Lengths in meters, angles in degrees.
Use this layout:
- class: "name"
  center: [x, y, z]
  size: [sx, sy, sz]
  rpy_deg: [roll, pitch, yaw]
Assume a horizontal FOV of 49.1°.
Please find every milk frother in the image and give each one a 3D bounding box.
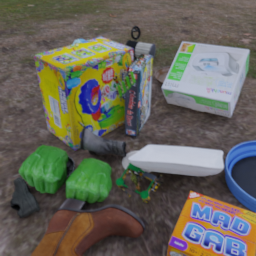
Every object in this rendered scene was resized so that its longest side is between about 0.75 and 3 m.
- class: "milk frother"
  center: [0.810, -4.897, 16.253]
  size: [1.580, 1.680, 1.516]
  rpy_deg: [16, 34, 20]

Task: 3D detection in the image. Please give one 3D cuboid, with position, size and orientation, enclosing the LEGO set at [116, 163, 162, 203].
- class: "LEGO set"
  center: [0.330, 1.626, 8.152]
  size: [1.261, 0.731, 0.970]
  rpy_deg: [15, 67, 23]

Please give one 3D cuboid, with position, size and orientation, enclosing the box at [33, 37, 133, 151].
- class: "box"
  center: [-1.434, -1.333, 10.102]
  size: [1.816, 2.977, 2.867]
  rpy_deg: [30, 45, 35]

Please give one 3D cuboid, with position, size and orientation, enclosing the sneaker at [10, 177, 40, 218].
- class: "sneaker"
  center: [-2.986, 1.902, 7.750]
  size: [0.641, 0.536, 1.412]
  rpy_deg: [-30, 41, -22]

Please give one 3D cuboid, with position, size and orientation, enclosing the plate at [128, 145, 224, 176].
- class: "plate"
  center: [1.508, 0.950, 8.312]
  size: [2.494, 0.403, 2.488]
  rpy_deg: [4, 8, 17]

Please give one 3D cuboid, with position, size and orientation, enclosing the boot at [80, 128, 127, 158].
- class: "boot"
  center: [-0.689, 0.479, 8.635]
  size: [1.264, 1.919, 0.670]
  rpy_deg: [5, 79, 9]

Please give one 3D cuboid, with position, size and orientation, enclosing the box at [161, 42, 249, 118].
- class: "box"
  center: [3.179, -2.010, 11.528]
  size: [2.797, 1.352, 2.468]
  rpy_deg: [18, 71, 27]

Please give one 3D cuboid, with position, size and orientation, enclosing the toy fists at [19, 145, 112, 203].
- class: "toy fists"
  center: [-1.736, 1.398, 7.908]
  size: [2.582, 0.888, 1.316]
  rpy_deg: [18, 28, 0]

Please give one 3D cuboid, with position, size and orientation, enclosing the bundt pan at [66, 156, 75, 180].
- class: "bundt pan"
  center: [-2.003, 1.277, 8.630]
  size: [0.819, 0.307, 0.819]
  rpy_deg: [-4, 56, 6]

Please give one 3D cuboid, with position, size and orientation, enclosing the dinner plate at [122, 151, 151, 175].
- class: "dinner plate"
  center: [0.371, 1.087, 9.194]
  size: [1.145, 0.139, 1.145]
  rpy_deg: [0, 34, 0]

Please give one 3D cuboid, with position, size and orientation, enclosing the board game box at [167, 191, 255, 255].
- class: "board game box"
  center: [1.733, 2.578, 5.909]
  size: [1.495, 1.494, 1.494]
  rpy_deg: [16, 39, 21]

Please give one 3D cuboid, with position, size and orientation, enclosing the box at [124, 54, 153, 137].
- class: "box"
  center: [0.384, -1.180, 10.239]
  size: [0.478, 2.536, 1.732]
  rpy_deg: [12, 35, 17]

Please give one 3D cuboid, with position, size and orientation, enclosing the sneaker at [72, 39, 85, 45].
- class: "sneaker"
  center: [-3.150, -4.514, 16.324]
  size: [2.520, 1.002, 1.645]
  rpy_deg: [-13, 39, -33]

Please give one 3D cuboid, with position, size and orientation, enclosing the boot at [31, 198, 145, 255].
- class: "boot"
  center: [-1.057, 2.802, 6.168]
  size: [2.385, 0.867, 2.533]
  rpy_deg: [11, 38, 15]

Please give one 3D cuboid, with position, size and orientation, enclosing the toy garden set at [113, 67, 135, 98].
- class: "toy garden set"
  center: [-0.177, -1.468, 8.648]
  size: [0.179, 0.896, 0.747]
  rpy_deg: [4, 60, -36]

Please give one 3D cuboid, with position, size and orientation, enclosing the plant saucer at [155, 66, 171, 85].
- class: "plant saucer"
  center: [2.491, -2.468, 13.960]
  size: [2.326, 0.373, 2.326]
  rpy_deg: [0, 36, 0]

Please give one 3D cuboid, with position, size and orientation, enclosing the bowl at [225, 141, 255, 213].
- class: "bowl"
  center: [4.329, 1.491, 8.236]
  size: [2.937, 0.577, 2.937]
  rpy_deg: [0, 36, 0]
